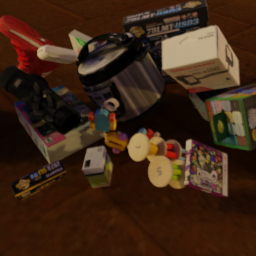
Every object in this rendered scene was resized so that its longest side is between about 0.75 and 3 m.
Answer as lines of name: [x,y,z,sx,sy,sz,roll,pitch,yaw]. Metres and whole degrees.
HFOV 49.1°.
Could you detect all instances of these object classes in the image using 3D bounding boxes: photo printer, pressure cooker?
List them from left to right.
photo printer: [-2.166,-2.195,8.415,1.040,0.361,0.865,3,3,-32]
pressure cooker: [-0.347,-1.800,9.297,2.434,2.767,2.472,-33,32,5]

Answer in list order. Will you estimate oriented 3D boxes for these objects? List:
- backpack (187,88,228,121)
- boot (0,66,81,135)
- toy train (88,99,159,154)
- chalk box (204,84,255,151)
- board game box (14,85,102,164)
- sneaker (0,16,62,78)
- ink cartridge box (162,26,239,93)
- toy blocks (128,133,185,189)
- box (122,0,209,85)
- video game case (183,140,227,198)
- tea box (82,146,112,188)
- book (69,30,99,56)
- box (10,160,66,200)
backpack: [3.039,-1.057,10.291,1.410,1.069,1.689,-19,43,0]
boot: [-2.393,-0.748,8.465,2.227,2.718,1.006,36,90,5]
toy train: [-0.142,-0.045,8.543,1.649,2.196,0.611,-31,28,29]
chalk box: [3.549,-0.330,8.700,2.568,1.603,1.592,-18,11,-20]
board game box: [-2.407,-0.244,9.554,1.961,0.854,2.658,-28,47,-26]
sneaker: [-3.435,-2.356,9.429,1.727,2.990,1.172,-44,67,10]
ink cartridge box: [2.118,-1.824,8.011,1.556,2.150,0.907,-7,74,33]
toy blocks: [1.202,0.915,7.491,2.033,0.738,1.694,12,26,-43]
box: [1.505,-2.856,10.032,2.814,2.793,0.699,-8,43,16]
video game case: [1.553,0.810,5.547,1.008,0.180,0.913,22,61,-23]
tea box: [-0.845,1.115,7.950,0.554,0.816,0.830,-10,38,12]
book: [-1.527,-2.818,11.307,1.355,2.029,0.488,32,65,28]
box: [-2.160,1.290,6.778,1.186,1.485,0.366,-24,82,-23]
